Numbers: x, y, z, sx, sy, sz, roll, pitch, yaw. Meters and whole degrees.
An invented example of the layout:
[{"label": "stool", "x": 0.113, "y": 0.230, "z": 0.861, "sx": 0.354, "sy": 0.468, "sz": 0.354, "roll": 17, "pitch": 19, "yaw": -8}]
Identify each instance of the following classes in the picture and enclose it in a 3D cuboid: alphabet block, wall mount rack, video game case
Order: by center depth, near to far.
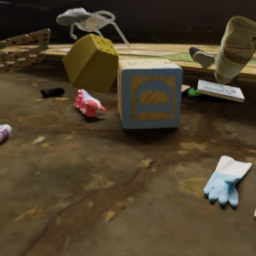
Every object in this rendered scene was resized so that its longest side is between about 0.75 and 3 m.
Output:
[{"label": "alphabet block", "x": 0.783, "y": -1.498, "z": 11.683, "sx": 2.400, "sy": 2.413, "sz": 2.458, "roll": -1, "pitch": 21, "yaw": -6}, {"label": "wall mount rack", "x": -1.189, "y": -4.104, "z": 12.214, "sx": 2.254, "sy": 0.967, "sz": 2.594, "roll": 10, "pitch": -2, "yaw": -33}, {"label": "video game case", "x": 5.082, "y": -2.075, "z": 15.556, "sx": 2.384, "sy": 0.278, "sz": 2.167, "roll": 14, "pitch": 24, "yaw": 10}]

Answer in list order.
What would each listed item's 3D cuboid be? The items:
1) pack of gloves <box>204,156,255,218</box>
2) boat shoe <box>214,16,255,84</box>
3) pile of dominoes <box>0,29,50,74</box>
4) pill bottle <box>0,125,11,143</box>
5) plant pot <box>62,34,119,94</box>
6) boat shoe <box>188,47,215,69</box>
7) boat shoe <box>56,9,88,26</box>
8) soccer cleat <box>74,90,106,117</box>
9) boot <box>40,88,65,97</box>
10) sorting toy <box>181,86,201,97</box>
[{"label": "pack of gloves", "x": 3.195, "y": 1.329, "z": 7.105, "sx": 2.117, "sy": 0.497, "sz": 2.519, "roll": 11, "pitch": 24, "yaw": 27}, {"label": "boat shoe", "x": 2.877, "y": -2.125, "z": 7.361, "sx": 0.998, "sy": 0.860, "sz": 2.735, "roll": 27, "pitch": 47, "yaw": 7}, {"label": "pile of dominoes", "x": -2.901, "y": -1.577, "z": 6.805, "sx": 2.161, "sy": 0.344, "sz": 1.685, "roll": -23, "pitch": -2, "yaw": -19}, {"label": "pill bottle", "x": -4.534, "y": 0.225, "z": 9.896, "sx": 0.506, "sy": 0.506, "sz": 0.901, "roll": 4, "pitch": 21, "yaw": 9}, {"label": "plant pot", "x": -1.011, "y": -2.004, "z": 8.424, "sx": 1.271, "sy": 1.309, "sz": 1.279, "roll": 6, "pitch": 46, "yaw": -41}, {"label": "boat shoe", "x": 2.647, "y": -2.550, "z": 10.049, "sx": 1.509, "sy": 0.548, "sz": 0.473, "roll": 6, "pitch": 48, "yaw": -50}, {"label": "boat shoe", "x": -1.366, "y": -2.665, "z": 6.702, "sx": 0.826, "sy": 0.304, "sz": 0.276, "roll": -21, "pitch": 69, "yaw": -33}, {"label": "soccer cleat", "x": -1.828, "y": -1.113, "z": 13.043, "sx": 1.020, "sy": 0.890, "sz": 2.668, "roll": 14, "pitch": 13, "yaw": -24}, {"label": "boot", "x": -4.190, "y": -1.975, "z": 15.544, "sx": 1.161, "sy": 0.437, "sz": 0.868, "roll": 0, "pitch": 12, "yaw": 31}, {"label": "sorting toy", "x": 2.635, "y": -2.038, "z": 15.836, "sx": 2.708, "sy": 0.399, "sz": 2.002, "roll": 17, "pitch": 30, "yaw": 36}]
